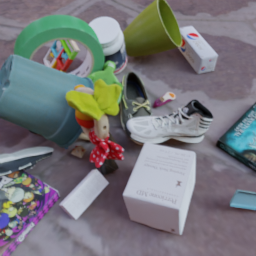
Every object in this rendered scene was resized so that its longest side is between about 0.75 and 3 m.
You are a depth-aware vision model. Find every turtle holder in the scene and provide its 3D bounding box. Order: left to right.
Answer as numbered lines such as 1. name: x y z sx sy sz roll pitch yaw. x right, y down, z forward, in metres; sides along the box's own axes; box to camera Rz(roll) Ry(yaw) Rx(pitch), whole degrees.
1. turtle holder: -0.978 -1.343 9.654 1.388 1.298 1.827 -10 94 -10

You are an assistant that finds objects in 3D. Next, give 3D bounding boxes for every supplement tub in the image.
1. supplement tub: -0.814 -3.100 10.854 1.390 1.981 1.390 -2 67 5

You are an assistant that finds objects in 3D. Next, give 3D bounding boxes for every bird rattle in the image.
1. bird rattle: -0.785 -0.191 7.031 1.240 2.201 1.795 -26 40 -19

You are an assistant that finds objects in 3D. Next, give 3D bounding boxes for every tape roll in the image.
1. tape roll: -2.233 -2.264 9.268 2.847 2.847 0.684 -14 56 -12

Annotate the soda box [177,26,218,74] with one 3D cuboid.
1. soda box: 2.864 -3.386 12.029 0.762 0.815 2.393 -14 51 -12

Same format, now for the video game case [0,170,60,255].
1. video game case: -3.496 2.172 7.443 2.246 0.444 2.478 26 52 20

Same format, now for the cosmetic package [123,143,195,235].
1. cosmetic package: 0.889 1.553 7.286 1.414 1.405 1.689 10 49 20

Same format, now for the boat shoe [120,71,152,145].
1. boat shoe: 0.269 -0.755 9.656 1.056 0.883 2.956 -2 50 -16

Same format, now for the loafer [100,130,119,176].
1. loafer: -0.612 0.483 8.229 0.637 1.787 0.652 -9 14 -7

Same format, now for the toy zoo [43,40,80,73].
1. toy zoo: -2.706 -2.709 10.909 0.205 2.004 1.315 1 50 -49

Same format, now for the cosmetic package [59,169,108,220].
1. cosmetic package: -1.201 1.808 7.712 1.352 0.342 0.558 -45 103 -31

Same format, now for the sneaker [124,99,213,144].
1. sneaker: 1.275 -0.313 8.368 2.655 1.528 1.002 1 50 -15

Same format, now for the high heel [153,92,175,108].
1. high heel: 1.342 -1.009 10.405 0.350 0.499 1.039 52 44 6

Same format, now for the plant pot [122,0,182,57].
1. plant pot: 0.793 -3.861 11.572 2.164 2.025 2.025 -19 41 31

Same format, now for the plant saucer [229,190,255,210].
1. plant saucer: 3.389 1.934 7.415 1.493 0.522 0.142 12 22 -17

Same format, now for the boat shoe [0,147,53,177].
1. boat shoe: -2.993 0.945 7.966 1.810 0.546 0.684 -10 13 -34

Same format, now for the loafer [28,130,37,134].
1. loafer: -2.852 -0.580 9.737 0.616 0.637 1.814 19 52 16

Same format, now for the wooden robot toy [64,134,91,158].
1. wooden robot toy: -1.525 -0.143 9.036 0.939 0.967 2.131 5 49 -12

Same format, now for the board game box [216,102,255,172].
1. board game box: 4.410 0.241 9.206 1.807 0.376 2.672 36 59 27

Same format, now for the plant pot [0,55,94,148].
1. plant pot: -2.574 -0.856 8.161 2.302 2.350 2.350 23 38 -36
